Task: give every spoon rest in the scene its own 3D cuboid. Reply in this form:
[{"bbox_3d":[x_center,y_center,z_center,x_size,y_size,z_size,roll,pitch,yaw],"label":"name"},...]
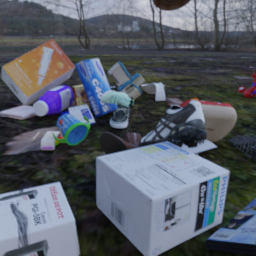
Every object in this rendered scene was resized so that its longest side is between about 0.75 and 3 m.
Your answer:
[{"bbox_3d":[1.482,-2.164,15.331,1.322,0.807,2.661,-3,20,-8],"label":"spoon rest"}]

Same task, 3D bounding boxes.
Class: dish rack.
[{"bbox_3d":[3.869,0.479,8.317,1.304,0.464,1.700,-3,19,-10],"label":"dish rack"}]

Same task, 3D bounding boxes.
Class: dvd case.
[{"bbox_3d":[2.446,1.561,4.706,2.018,0.177,1.440,-16,-3,-39],"label":"dvd case"}]

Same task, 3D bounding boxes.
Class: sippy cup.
[{"bbox_3d":[-1.749,-0.009,8.525,0.772,0.827,1.053,43,25,30],"label":"sippy cup"}]

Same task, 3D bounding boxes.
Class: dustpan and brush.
[{"bbox_3d":[1.767,0.516,8.404,1.101,0.451,1.577,-15,29,-13],"label":"dustpan and brush"}]

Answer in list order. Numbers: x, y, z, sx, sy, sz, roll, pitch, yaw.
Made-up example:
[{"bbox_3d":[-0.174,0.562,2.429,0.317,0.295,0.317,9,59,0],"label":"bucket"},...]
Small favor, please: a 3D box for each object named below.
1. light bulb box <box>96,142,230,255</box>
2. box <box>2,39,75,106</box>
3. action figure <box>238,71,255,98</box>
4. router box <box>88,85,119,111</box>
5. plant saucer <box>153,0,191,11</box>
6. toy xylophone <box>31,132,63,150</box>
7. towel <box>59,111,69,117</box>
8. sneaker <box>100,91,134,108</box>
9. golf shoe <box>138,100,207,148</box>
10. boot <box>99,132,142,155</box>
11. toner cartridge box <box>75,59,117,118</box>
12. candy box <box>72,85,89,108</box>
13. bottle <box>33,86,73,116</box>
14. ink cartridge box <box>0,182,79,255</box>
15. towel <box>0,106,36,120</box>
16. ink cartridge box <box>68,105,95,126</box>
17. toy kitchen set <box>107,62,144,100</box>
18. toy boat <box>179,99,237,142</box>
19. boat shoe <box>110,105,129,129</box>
[{"bbox_3d":[0.581,1.164,5.286,1.794,1.119,1.778,-10,22,-32],"label":"light bulb box"},{"bbox_3d":[-4.173,-2.568,13.092,2.758,1.716,1.344,-41,5,-27],"label":"box"},{"bbox_3d":[7.081,-2.097,14.366,0.943,1.430,2.889,-18,23,-42],"label":"action figure"},{"bbox_3d":[-1.129,-1.376,12.653,1.372,1.028,0.426,-13,11,-32],"label":"router box"},{"bbox_3d":[1.947,-5.797,12.132,1.775,0.325,1.775,-5,-17,-1],"label":"plant saucer"},{"bbox_3d":[-2.524,0.359,8.837,0.836,0.287,1.141,4,18,6],"label":"toy xylophone"},{"bbox_3d":[-2.224,-0.635,11.629,0.786,0.264,1.064,15,27,37],"label":"towel"},{"bbox_3d":[-0.374,-1.086,10.879,1.345,0.495,0.793,-10,35,-42],"label":"sneaker"},{"bbox_3d":[1.038,0.028,6.648,0.838,1.018,2.155,19,-23,-27],"label":"golf shoe"},{"bbox_3d":[-0.054,0.387,7.535,0.542,1.571,1.686,-42,15,18],"label":"boot"},{"bbox_3d":[-1.297,-1.680,11.681,0.497,2.304,1.094,-17,8,35],"label":"toner cartridge box"},{"bbox_3d":[-1.683,-1.527,13.043,0.507,1.059,1.834,7,19,39],"label":"candy box"},{"bbox_3d":[-3.178,-1.112,11.980,0.809,1.035,2.478,6,21,11],"label":"bottle"},{"bbox_3d":[-1.837,1.648,4.500,1.817,0.753,1.334,-9,20,-22],"label":"ink cartridge box"},{"bbox_3d":[-4.445,-0.654,11.884,1.347,0.227,1.411,8,20,24],"label":"towel"},{"bbox_3d":[-1.742,-0.368,10.502,0.767,0.302,1.542,-12,32,-14],"label":"ink cartridge box"},{"bbox_3d":[-0.070,-2.570,14.015,1.411,1.919,2.395,-38,21,1],"label":"toy kitchen set"},{"bbox_3d":[2.287,-0.410,8.912,2.145,1.400,1.402,4,41,-17],"label":"toy boat"},{"bbox_3d":[-0.312,-0.514,10.760,0.672,0.662,1.865,6,20,2],"label":"boat shoe"}]
